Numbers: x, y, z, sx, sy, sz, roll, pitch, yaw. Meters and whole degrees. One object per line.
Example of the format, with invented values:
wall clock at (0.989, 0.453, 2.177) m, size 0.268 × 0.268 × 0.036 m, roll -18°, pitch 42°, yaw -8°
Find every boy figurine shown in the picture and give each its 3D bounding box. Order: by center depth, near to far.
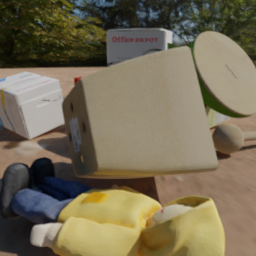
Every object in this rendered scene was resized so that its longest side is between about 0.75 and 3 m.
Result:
boy figurine at (-0.284, 0.925, 3.000) m, size 2.489 × 0.802 × 1.548 m, roll 6°, pitch 6°, yaw 30°

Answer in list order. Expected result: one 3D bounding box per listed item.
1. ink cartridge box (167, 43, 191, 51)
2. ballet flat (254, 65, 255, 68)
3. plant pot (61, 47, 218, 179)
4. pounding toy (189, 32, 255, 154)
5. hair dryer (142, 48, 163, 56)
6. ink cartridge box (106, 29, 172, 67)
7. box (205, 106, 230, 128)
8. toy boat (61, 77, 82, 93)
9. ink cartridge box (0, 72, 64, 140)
ink cartridge box at (0.791, -0.853, 6.685) m, size 0.812 × 2.145 × 1.585 m, roll -5°, pitch 22°, yaw -9°
ballet flat at (3.287, -1.105, 8.445) m, size 0.783 × 2.253 × 0.783 m, roll 26°, pitch 38°, yaw -23°
plant pot at (-0.028, -0.030, 3.970) m, size 1.487 × 1.678 × 1.680 m, roll -8°, pitch -8°, yaw -27°
pounding toy at (2.122, -0.747, 6.774) m, size 2.208 × 2.860 × 1.327 m, roll -8°, pitch -18°, yaw -35°
hair dryer at (-0.094, -0.999, 6.359) m, size 1.999 × 0.713 × 2.625 m, roll -21°, pitch 38°, yaw 26°
ink cartridge box at (0.409, -1.946, 9.804) m, size 2.065 × 2.844 × 1.186 m, roll 7°, pitch 19°, yaw 20°
box at (1.936, -0.581, 8.120) m, size 1.581 × 0.764 × 1.390 m, roll -18°, pitch 29°, yaw -32°
toy boat at (-2.913, -1.333, 11.416) m, size 2.466 × 1.146 × 2.073 m, roll -11°, pitch 12°, yaw -10°
ink cartridge box at (-2.713, -0.663, 7.518) m, size 1.696 × 1.238 × 1.244 m, roll 18°, pitch 36°, yaw 39°
